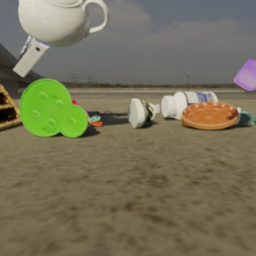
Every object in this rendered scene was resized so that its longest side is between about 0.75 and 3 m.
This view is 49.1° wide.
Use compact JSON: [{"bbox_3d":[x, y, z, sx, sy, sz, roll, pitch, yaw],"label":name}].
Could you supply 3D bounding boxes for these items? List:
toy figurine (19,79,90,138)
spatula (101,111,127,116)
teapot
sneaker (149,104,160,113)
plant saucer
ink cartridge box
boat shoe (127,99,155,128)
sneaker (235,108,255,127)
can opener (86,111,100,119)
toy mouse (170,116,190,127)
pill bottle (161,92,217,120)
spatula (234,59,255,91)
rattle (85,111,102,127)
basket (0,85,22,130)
[{"bbox_3d":[-1.940,-0.435,9.066,2.260,1.697,2.080,24,4,13],"label":"toy figurine"},{"bbox_3d":[-0.772,-0.801,15.458,2.162,0.222,0.611,6,19,34],"label":"spatula"},{"bbox_3d":[-1.747,-3.053,7.016,1.909,1.884,1.394,-20,-23,-35],"label":"teapot"},{"bbox_3d":[1.232,-1.193,17.123,1.644,0.582,0.600,-5,9,-32],"label":"sneaker"},{"bbox_3d":[2.971,-0.425,10.233,2.007,0.324,2.007,-7,26,3],"label":"plant saucer"},{"bbox_3d":[-2.905,-3.260,9.687,0.529,2.416,2.439,33,-43,-31],"label":"ink cartridge box"},{"bbox_3d":[0.542,-0.615,10.905,0.947,1.052,2.974,-2,6,-4],"label":"boat shoe"},{"bbox_3d":[4.534,-0.332,10.953,0.815,0.693,1.786,20,19,21],"label":"sneaker"},{"bbox_3d":[-2.481,-0.817,13.436,2.355,0.787,0.628,3,8,19],"label":"can opener"},{"bbox_3d":[2.724,-0.342,10.961,1.454,0.317,1.636,-23,30,-40],"label":"toy mouse"},{"bbox_3d":[2.781,-0.990,12.883,2.317,1.287,1.287,-2,8,-12],"label":"pill bottle"},{"bbox_3d":[3.894,-2.094,7.492,0.704,2.490,0.256,33,30,-1],"label":"spatula"},{"bbox_3d":[-1.732,-0.210,10.275,1.265,0.823,0.903,28,26,11],"label":"rattle"},{"bbox_3d":[-5.180,-0.948,9.964,2.031,1.946,2.727,-1,8,4],"label":"basket"}]
